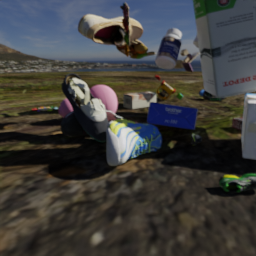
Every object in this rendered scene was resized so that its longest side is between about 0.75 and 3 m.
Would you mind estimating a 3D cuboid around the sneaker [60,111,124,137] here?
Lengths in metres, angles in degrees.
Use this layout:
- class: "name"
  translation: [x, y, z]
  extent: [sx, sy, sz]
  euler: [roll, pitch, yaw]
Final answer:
- class: "sneaker"
  translation: [-0.939, -0.126, 9.347]
  extent: [1.378, 0.903, 2.386]
  euler: [17, 21, 41]

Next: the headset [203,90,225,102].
- class: "headset"
  translation: [5.308, -2.026, 17.460]
  extent: [1.281, 0.975, 2.074]
  euler: [0, 29, 11]

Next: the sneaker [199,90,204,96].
- class: "sneaker"
  translation: [5.393, -2.323, 18.697]
  extent: [1.305, 0.430, 0.512]
  euler: [-2, 12, -11]

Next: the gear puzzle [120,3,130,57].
- class: "gear puzzle"
  translation: [-0.094, -2.916, 8.476]
  extent: [0.204, 1.557, 0.807]
  euler: [-6, 35, -5]

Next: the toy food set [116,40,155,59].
- class: "toy food set"
  translation: [0.155, -3.724, 13.275]
  extent: [1.558, 0.453, 2.257]
  euler: [-3, -17, 37]

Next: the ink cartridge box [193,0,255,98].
- class: "ink cartridge box"
  translation: [2.994, -2.399, 7.532]
  extent: [2.032, 2.772, 1.152]
  euler: [-11, 16, 1]

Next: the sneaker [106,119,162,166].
- class: "sneaker"
  translation: [0.212, 0.268, 7.432]
  extent: [1.466, 1.057, 2.791]
  euler: [1, 14, 1]

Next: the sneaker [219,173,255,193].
- class: "sneaker"
  translation: [2.294, 1.154, 5.567]
  extent: [0.895, 0.349, 0.381]
  euler: [-7, 21, 10]

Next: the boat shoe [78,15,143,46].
- class: "boat shoe"
  translation: [-0.433, -3.382, 10.120]
  extent: [2.779, 1.025, 0.961]
  euler: [-14, 52, -38]

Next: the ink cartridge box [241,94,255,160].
- class: "ink cartridge box"
  translation: [3.973, -0.037, 7.677]
  extent: [1.542, 1.502, 2.399]
  euler: [6, 15, 21]

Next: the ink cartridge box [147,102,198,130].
- class: "ink cartridge box"
  translation: [1.402, -0.403, 9.359]
  extent: [1.385, 0.651, 2.947]
  euler: [9, 3, 6]

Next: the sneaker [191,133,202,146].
- class: "sneaker"
  translation: [2.115, 0.353, 8.663]
  extent: [0.322, 0.294, 0.796]
  euler: [7, 17, 13]

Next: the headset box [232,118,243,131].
- class: "headset box"
  translation: [4.375, -0.123, 10.297]
  extent: [0.735, 0.371, 0.989]
  euler: [-4, 15, -13]

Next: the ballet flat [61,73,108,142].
- class: "ballet flat"
  translation: [-1.351, -0.771, 9.019]
  extent: [0.988, 0.988, 2.706]
  euler: [-13, 57, -41]

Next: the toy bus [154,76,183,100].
- class: "toy bus"
  translation: [2.202, -2.186, 17.001]
  extent: [1.947, 1.006, 1.837]
  euler: [24, 21, -42]

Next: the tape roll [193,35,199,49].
- class: "tape roll"
  translation: [4.005, -3.995, 12.392]
  extent: [1.896, 1.302, 1.896]
  euler: [25, 7, -3]

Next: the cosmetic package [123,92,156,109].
- class: "cosmetic package"
  translation: [0.626, -1.471, 14.846]
  extent: [1.626, 0.709, 0.841]
  euler: [-11, 18, -36]

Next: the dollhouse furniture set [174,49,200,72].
- class: "dollhouse furniture set"
  translation: [2.996, -3.881, 15.032]
  extent: [1.114, 1.244, 1.570]
  euler: [-46, 33, -16]

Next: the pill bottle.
- class: "pill bottle"
  translation: [1.944, -3.715, 13.106]
  extent: [0.969, 1.746, 0.969]
  euler: [16, -16, 5]

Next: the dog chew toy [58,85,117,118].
- class: "dog chew toy"
  translation: [-1.667, -0.907, 11.474]
  extent: [2.366, 1.473, 1.473]
  euler: [-15, 19, -22]

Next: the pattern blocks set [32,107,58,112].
- class: "pattern blocks set"
  translation: [-4.164, -0.951, 14.086]
  extent: [0.954, 0.088, 1.085]
  euler: [10, 17, 33]
